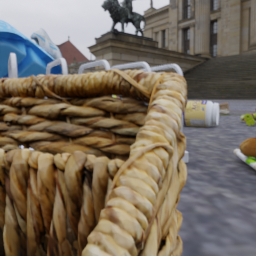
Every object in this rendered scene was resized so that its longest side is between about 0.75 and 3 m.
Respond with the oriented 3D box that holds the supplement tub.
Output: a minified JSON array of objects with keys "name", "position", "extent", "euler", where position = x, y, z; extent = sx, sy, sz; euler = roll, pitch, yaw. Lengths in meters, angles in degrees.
[{"name":"supplement tub","position":[2.321,-0.454,9.107],"extent":[1.144,0.832,0.832],"euler":[3,8,23]}]

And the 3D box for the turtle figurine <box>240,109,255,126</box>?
[{"name":"turtle figurine","position":[4.769,-0.429,9.639],"extent":[2.028,0.653,1.635],"euler":[5,9,38]}]

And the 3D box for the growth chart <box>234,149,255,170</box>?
[{"name":"growth chart","position":[2.544,0.502,4.199],"extent":[1.804,0.160,1.306],"euler":[2,8,-1]}]

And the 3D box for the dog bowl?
[{"name":"dog bowl","position":[-2.693,-1.546,6.564],"extent":[1.457,0.648,2.614],"euler":[-38,-21,9]}]

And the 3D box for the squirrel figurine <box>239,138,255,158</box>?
[{"name":"squirrel figurine","position":[2.725,-0.424,3.505],"extent":[2.080,1.942,1.472],"euler":[-4,16,-17]}]

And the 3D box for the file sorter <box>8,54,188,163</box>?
[{"name":"file sorter","position":[-0.566,-0.253,4.532],"extent":[2.547,1.586,1.768],"euler":[-3,8,-24]}]

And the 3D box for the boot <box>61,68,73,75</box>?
[{"name":"boot","position":[-2.087,-1.271,8.509],"extent":[1.391,0.962,0.539],"euler":[30,-32,4]}]

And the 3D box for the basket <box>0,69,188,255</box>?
[{"name":"basket","position":[-0.699,0.389,0.907],"extent":[1.602,1.194,1.144],"euler":[4,8,25]}]

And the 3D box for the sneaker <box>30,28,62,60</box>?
[{"name":"sneaker","position":[-2.246,-2.207,7.745],"extent":[0.418,1.034,0.396],"euler":[-45,16,-25]}]

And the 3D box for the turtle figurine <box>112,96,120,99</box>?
[{"name":"turtle figurine","position":[-0.852,-0.985,8.396],"extent":[1.406,0.453,1.134],"euler":[1,-7,33]}]

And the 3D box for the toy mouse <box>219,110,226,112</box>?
[{"name":"toy mouse","position":[3.062,-0.641,12.465],"extent":[1.729,0.376,1.946],"euler":[-6,9,-42]}]

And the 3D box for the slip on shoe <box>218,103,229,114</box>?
[{"name":"slip on shoe","position":[4.403,-1.073,15.067],"extent":[1.952,0.591,0.742],"euler":[3,8,20]}]
